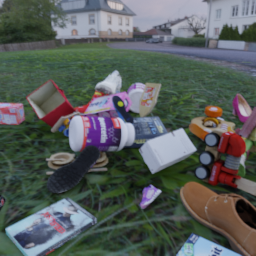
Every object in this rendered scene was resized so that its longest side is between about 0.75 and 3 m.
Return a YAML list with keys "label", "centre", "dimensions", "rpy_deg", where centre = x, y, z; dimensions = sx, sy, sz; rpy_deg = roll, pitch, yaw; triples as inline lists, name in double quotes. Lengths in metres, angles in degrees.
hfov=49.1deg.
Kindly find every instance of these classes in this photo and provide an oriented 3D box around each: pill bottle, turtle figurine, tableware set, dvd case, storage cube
- label: "pill bottle"
  centre: [0.569, -1.769, 15.715]
  dimensions: [1.306, 1.306, 2.326]
  rpy_deg: [0, 22, 0]
- label: "turtle figurine"
  centre: [4.373, 0.797, 9.627]
  dimensions: [1.894, 2.632, 2.552]
  rpy_deg: [29, 49, 5]
- label: "tableware set"
  centre: [-1.738, 1.044, 9.732]
  dimensions: [2.066, 0.414, 1.366]
  rpy_deg: [-3, 21, -7]
- label: "pill bottle"
  centre: [-0.899, 0.219, 9.704]
  dimensions: [2.125, 1.195, 1.195]
  rpy_deg: [1, 19, -25]
- label: "dvd case"
  centre: [-1.824, 2.348, 6.708]
  dimensions: [1.734, 0.191, 1.265]
  rpy_deg: [-19, 28, -41]
- label: "storage cube"
  centre: [-3.409, -1.048, 12.570]
  dimensions: [1.546, 1.390, 1.322]
  rpy_deg: [-36, 73, -4]

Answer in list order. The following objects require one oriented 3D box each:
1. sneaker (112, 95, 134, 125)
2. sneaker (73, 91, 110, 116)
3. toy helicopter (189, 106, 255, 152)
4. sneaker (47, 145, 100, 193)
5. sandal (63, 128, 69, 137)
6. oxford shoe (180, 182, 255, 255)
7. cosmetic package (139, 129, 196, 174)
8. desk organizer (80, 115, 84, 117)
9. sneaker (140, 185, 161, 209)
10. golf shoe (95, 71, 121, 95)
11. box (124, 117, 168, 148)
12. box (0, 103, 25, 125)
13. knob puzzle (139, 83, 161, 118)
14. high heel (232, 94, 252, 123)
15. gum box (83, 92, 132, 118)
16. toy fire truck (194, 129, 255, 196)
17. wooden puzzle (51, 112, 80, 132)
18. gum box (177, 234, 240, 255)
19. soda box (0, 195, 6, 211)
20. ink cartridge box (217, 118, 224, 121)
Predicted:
- label: "sneaker"
  centre: [-0.293, -0.616, 11.239]
  dimensions: [0.470, 1.425, 0.559]
  rpy_deg: [-27, -9, -27]
- label: "sneaker"
  centre: [-1.718, -1.318, 14.647]
  dimensions: [1.103, 1.216, 2.865]
  rpy_deg: [14, 25, 40]
- label: "toy helicopter"
  centre: [3.719, 0.223, 10.957]
  dimensions: [1.957, 1.167, 2.960]
  rpy_deg: [-17, 32, -36]
- label: "sneaker"
  centre: [-1.645, 1.404, 8.683]
  dimensions: [0.726, 0.839, 1.917]
  rpy_deg: [46, 60, 10]
- label: "sandal"
  centre: [-2.272, 0.092, 11.824]
  dimensions: [1.092, 0.434, 0.476]
  rpy_deg: [-28, 11, 6]
- label: "oxford shoe"
  centre: [2.339, 1.924, 6.659]
  dimensions: [1.059, 1.058, 2.970]
  rpy_deg: [-13, 23, -26]
- label: "cosmetic package"
  centre: [1.313, 0.747, 9.317]
  dimensions: [1.682, 0.683, 0.949]
  rpy_deg: [-19, 69, -36]
- label: "desk organizer"
  centre: [-2.401, -0.311, 13.238]
  dimensions: [0.337, 0.361, 0.939]
  rpy_deg: [27, 30, 31]
- label: "sneaker"
  centre: [0.520, 1.843, 7.583]
  dimensions: [0.389, 0.354, 0.880]
  rpy_deg: [47, 36, 10]
- label: "golf shoe"
  centre: [-0.906, -2.249, 13.832]
  dimensions: [1.017, 1.263, 2.597]
  rpy_deg: [18, 9, 5]
- label: "box"
  centre: [0.620, 0.142, 11.813]
  dimensions: [1.765, 0.571, 2.239]
  rpy_deg: [-4, 21, -5]
- label: "box"
  centre: [-6.009, -0.685, 13.587]
  dimensions: [1.672, 0.858, 0.791]
  rpy_deg: [2, 21, 7]
- label: "knob puzzle"
  centre: [1.004, -1.271, 13.485]
  dimensions: [0.266, 1.915, 1.915]
  rpy_deg: [17, 14, -23]
- label: "high heel"
  centre: [5.854, -0.908, 13.814]
  dimensions: [0.761, 1.085, 2.261]
  rpy_deg: [-1, 21, -3]
- label: "gum box"
  centre: [-0.908, -0.874, 12.855]
  dimensions: [2.096, 0.693, 1.190]
  rpy_deg: [-7, 40, 37]
- label: "toy fire truck"
  centre: [2.980, 1.044, 8.000]
  dimensions: [1.843, 1.623, 1.186]
  rpy_deg: [22, 16, 32]
- label: "wooden puzzle"
  centre: [-2.583, -0.194, 11.776]
  dimensions: [0.251, 1.003, 1.083]
  rpy_deg: [52, 31, 9]
- label: "gum box"
  centre: [1.624, 2.742, 5.570]
  dimensions: [1.221, 0.272, 1.038]
  rpy_deg: [15, 26, 34]
- label: "soda box"
  centre: [-4.159, 1.734, 7.060]
  dimensions: [1.938, 0.686, 0.614]
  rpy_deg: [12, 57, 12]
- label: "ink cartridge box"
  centre: [4.268, -0.335, 13.662]
  dimensions: [0.766, 0.142, 0.363]
  rpy_deg: [-9, 24, -28]
